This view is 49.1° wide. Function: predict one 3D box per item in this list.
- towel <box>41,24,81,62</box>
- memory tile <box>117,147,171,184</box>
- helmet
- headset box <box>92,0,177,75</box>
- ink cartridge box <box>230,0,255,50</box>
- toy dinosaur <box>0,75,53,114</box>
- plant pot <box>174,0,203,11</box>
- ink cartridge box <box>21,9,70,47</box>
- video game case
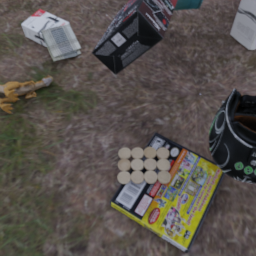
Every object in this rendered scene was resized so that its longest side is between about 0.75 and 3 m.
[{"bbox_3d":[-2.480,-3.198,10.502,1.215,0.218,1.262,-26,95,-31],"label":"towel"},{"bbox_3d":[0.452,1.071,8.048,1.504,0.126,1.153,0,58,1],"label":"memory tile"},{"bbox_3d":[2.775,0.224,6.273,2.052,1.956,2.052,-3,59,6],"label":"helmet"},{"bbox_3d":[0.276,-3.053,8.108,0.984,1.949,2.623,40,46,-22],"label":"headset box"},{"bbox_3d":[5.270,-4.671,10.289,2.159,2.942,1.219,-27,59,-16],"label":"ink cartridge box"},{"bbox_3d":[-4.089,-1.286,9.610,2.983,0.901,1.584,-1,37,-9],"label":"toy dinosaur"},{"bbox_3d":[1.250,-4.820,9.203,1.956,2.082,2.082,-12,59,-1],"label":"plant pot"},{"bbox_3d":[-3.204,-3.889,11.132,1.561,0.653,1.126,29,64,15],"label":"ink cartridge box"},{"bbox_3d":[1.176,1.678,7.950,2.387,0.337,2.642,28,62,16],"label":"video game case"}]
